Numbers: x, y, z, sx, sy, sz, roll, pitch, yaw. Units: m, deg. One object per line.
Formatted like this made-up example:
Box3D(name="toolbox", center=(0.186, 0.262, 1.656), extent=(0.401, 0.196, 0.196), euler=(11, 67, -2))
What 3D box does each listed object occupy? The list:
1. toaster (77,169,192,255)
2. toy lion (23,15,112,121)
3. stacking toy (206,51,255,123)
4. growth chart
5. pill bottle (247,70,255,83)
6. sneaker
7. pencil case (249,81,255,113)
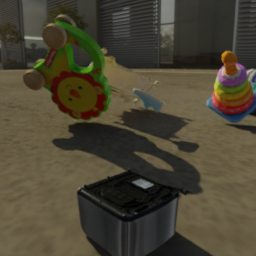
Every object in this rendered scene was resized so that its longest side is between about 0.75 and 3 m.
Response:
Box3D(name="toaster", center=(0.050, 1.004, 3.424), extent=(0.956, 0.628, 1.058), euler=(-14, 20, -42))
Box3D(name="toy lion", center=(-1.582, -1.489, 8.436), extent=(2.632, 2.746, 0.943), euler=(32, 41, -12))
Box3D(name="stacking toy", center=(3.103, -1.408, 8.427), extent=(1.297, 2.364, 1.372), euler=(-40, 50, -7))
Box3D(name="growth chart", center=(-0.296, -1.781, 10.735), extent=(2.920, 0.259, 2.113), euler=(23, -30, -30))
Box3D(name="pill bottle", center=(7.050, -2.074, 13.676), extent=(1.455, 1.455, 2.620), euler=(-8, 16, -29))
Box3D(name="sneaker", center=(0.504, -0.739, 7.754), extent=(0.949, 0.389, 0.351), euler=(29, 4, -1))
Box3D(name="pencil case", center=(5.112, -1.100, 10.284), extent=(1.177, 1.278, 2.766), euler=(27, -2, -37))
